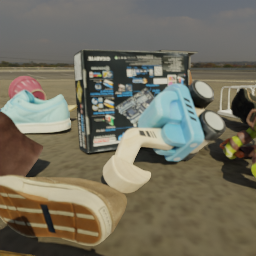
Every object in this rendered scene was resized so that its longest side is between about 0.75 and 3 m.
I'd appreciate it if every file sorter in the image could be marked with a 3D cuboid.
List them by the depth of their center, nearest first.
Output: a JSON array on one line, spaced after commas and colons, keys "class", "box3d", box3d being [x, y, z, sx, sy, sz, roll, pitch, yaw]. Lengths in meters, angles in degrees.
[{"class": "file sorter", "box3d": [4.050, -0.916, 9.449, 1.605, 0.999, 1.114, -6, 13, -23]}]

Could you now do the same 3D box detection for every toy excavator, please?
[{"class": "toy excavator", "box3d": [0.466, 0.080, 4.172, 1.853, 1.802, 0.926, 7, -35, -25]}]

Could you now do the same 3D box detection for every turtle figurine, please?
[{"class": "turtle figurine", "box3d": [2.158, -0.100, 3.859, 2.224, 0.716, 1.793, -33, 11, 29]}]

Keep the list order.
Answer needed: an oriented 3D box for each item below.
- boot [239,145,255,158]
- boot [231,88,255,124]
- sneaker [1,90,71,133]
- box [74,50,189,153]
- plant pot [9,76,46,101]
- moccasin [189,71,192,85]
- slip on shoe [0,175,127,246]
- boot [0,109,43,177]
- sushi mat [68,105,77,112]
[{"class": "boot", "box3d": [2.362, 0.354, 5.031, 0.703, 0.306, 0.845, 4, 16, 13]}, {"class": "boot", "box3d": [3.490, -0.372, 7.205, 1.306, 0.731, 1.888, 17, 28, -1]}, {"class": "sneaker", "box3d": [-2.678, -0.412, 6.809, 2.500, 1.024, 0.924, -4, 13, -6]}, {"class": "box", "box3d": [0.164, -0.564, 5.597, 2.324, 1.847, 0.535, -6, 7, -25]}, {"class": "plant pot", "box3d": [-3.903, -1.316, 11.135, 1.266, 1.266, 1.134, -11, 31, -43]}, {"class": "moccasin", "box3d": [1.494, -1.345, 9.046, 0.765, 0.808, 2.093, 5, 49, 38]}, {"class": "slip on shoe", "box3d": [-0.703, 0.674, 2.602, 1.481, 0.563, 0.449, -4, 16, 32]}, {"class": "boot", "box3d": [-1.832, 0.391, 3.329, 0.526, 1.210, 1.455, -23, 29, 47]}, {"class": "sushi mat", "box3d": [-2.140, -0.518, 8.057, 1.308, 0.079, 0.626, 0, 22, 26]}]
